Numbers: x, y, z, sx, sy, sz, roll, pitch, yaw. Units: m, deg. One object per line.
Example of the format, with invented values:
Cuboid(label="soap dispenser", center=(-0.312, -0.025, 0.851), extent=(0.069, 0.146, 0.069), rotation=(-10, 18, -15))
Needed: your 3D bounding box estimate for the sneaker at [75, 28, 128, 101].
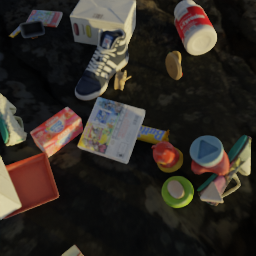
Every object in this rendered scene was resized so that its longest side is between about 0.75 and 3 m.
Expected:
Cuboid(label="sneaker", center=(-0.925, -2.284, 9.536), extent=(0.979, 1.515, 2.792), rotation=(27, 60, 17))

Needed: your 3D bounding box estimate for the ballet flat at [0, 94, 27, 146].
Cuboid(label="ballet flat", center=(-3.800, -0.334, 8.808), extent=(0.797, 0.797, 2.221), rotation=(-26, 62, -17))

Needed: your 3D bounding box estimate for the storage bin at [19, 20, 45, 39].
Cuboid(label="storage bin", center=(-3.855, -3.987, 11.327), extent=(0.895, 0.652, 0.601), rotation=(-15, 29, -10))

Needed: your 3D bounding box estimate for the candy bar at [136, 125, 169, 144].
Cuboid(label="candy bar", center=(0.094, 0.040, 8.705), extent=(2.442, 0.271, 0.609), rotation=(15, 58, 11))

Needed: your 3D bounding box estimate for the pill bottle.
Cuboid(label="pill bottle", center=(2.518, -3.970, 10.888), extent=(1.203, 1.203, 2.142), rotation=(-9, 56, -6))

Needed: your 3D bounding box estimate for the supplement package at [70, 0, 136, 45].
Cuboid(label="supplement package", center=(-0.923, -4.201, 11.047), extent=(2.138, 1.185, 1.665), rotation=(12, 56, 9))

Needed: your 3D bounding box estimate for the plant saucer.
Cuboid(label="plant saucer", center=(-2.769, 1.569, 7.651), extent=(1.477, 0.272, 1.480), rotation=(-20, 57, -13))

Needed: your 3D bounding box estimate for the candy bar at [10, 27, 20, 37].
Cuboid(label="candy bar", center=(-4.594, -4.031, 11.606), extent=(0.223, 0.099, 0.894), rotation=(19, 58, 13))

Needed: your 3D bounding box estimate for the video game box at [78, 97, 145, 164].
Cuboid(label="video game box", center=(-0.477, 0.053, 8.378), extent=(1.538, 0.395, 1.688), rotation=(18, 73, 10))

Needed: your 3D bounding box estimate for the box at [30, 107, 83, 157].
Cuboid(label="box", center=(-2.096, 0.115, 8.392), extent=(0.652, 0.706, 1.377), rotation=(39, 63, 23))

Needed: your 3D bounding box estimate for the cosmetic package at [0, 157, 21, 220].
Cuboid(label="cosmetic package", center=(-4.218, 1.241, 6.667), extent=(1.944, 1.932, 2.323), rotation=(-33, 59, -9))

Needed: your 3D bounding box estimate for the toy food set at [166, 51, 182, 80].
Cuboid(label="toy food set", center=(1.597, -2.154, 9.707), extent=(0.239, 0.970, 0.980), rotation=(-21, 101, -14))

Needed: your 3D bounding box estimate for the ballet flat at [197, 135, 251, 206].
Cuboid(label="ballet flat", center=(2.774, 1.196, 7.542), extent=(0.762, 0.740, 2.141), rotation=(41, 80, 8))

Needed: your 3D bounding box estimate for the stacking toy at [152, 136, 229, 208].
Cuboid(label="stacking toy", center=(1.541, 1.046, 7.251), extent=(1.962, 0.829, 1.776), rotation=(-11, 54, 24))

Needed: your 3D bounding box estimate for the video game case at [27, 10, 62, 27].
Cuboid(label="video game case", center=(-3.595, -4.721, 12.068), extent=(1.327, 0.116, 0.949), rotation=(6, 56, 4))

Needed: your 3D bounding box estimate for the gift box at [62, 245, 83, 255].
Cuboid(label="gift box", center=(-1.303, 3.132, 6.285), extent=(0.730, 0.782, 0.722), rotation=(-35, 57, -20))

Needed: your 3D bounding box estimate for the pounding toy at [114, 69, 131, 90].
Cuboid(label="pounding toy", center=(-0.165, -1.619, 9.728), extent=(0.552, 0.551, 0.963), rotation=(9, 37, 6))
